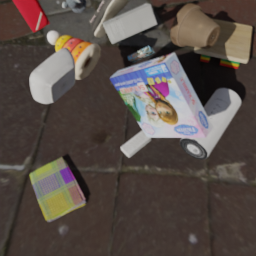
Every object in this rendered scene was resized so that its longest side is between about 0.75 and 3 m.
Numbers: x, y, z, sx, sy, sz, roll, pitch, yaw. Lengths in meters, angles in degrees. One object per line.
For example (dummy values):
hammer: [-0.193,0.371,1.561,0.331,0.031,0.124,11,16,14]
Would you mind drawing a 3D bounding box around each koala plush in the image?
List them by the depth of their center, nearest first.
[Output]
koala plush: [-1.765,-4.118,9.159,0.711,0.737,0.802,-13,22,15]

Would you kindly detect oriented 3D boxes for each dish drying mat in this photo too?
dish drying mat: [-3.682,-4.536,10.253,0.784,2.042,0.186,-29,51,-3]

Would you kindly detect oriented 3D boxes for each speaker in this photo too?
speaker: [3.214,-0.220,10.797,1.173,1.173,2.889,31,64,17]

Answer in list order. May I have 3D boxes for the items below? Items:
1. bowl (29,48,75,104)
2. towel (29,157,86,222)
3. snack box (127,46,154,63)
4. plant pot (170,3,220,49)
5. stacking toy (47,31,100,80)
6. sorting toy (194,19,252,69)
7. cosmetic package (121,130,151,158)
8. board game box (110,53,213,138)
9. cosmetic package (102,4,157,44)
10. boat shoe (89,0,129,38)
bowl: [-1.888,-1.265,7.380,0.515,1.378,1.380,40,64,8]
towel: [-2.538,2.160,9.923,1.463,0.232,2.037,-27,62,-15]
snack box: [0.478,-2.720,10.398,0.903,0.525,0.168,-21,86,23]
plant pot: [2.597,-3.637,10.490,1.590,1.590,1.387,-39,59,-21]
stacking toy: [-2.116,-2.782,10.009,1.969,1.439,1.439,34,64,7]
sorting toy: [4.437,-3.968,13.264,2.375,0.826,2.361,15,59,9]
cosmetic package: [0.304,0.617,10.807,1.158,0.293,0.478,-37,65,-20]
board game box: [0.933,-0.788,8.502,0.520,2.520,2.526,-46,25,-29]
cosmetic package: [0.045,-3.275,8.786,1.557,0.702,0.832,-26,26,4]
boat shoe: [-0.734,-4.290,9.942,0.894,2.673,0.762,-29,85,-36]
